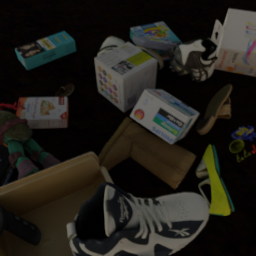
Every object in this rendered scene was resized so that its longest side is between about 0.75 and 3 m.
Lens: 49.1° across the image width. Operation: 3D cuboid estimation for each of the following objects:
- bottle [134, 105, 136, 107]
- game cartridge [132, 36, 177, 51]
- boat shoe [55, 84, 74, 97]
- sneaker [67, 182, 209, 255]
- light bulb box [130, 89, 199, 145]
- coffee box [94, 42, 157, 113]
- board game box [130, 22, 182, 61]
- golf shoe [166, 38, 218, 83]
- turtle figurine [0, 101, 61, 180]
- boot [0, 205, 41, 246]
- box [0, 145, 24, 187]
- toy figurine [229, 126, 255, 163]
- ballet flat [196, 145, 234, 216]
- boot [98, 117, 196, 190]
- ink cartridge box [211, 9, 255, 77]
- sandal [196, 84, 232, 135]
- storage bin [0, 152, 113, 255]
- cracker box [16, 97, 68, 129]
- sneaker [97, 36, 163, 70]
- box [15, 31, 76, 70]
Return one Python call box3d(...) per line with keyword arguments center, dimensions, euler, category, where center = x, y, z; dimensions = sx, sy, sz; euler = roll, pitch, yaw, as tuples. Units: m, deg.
box3d(center=(0.660, -0.748, 9.200), dimensions=(0.962, 0.402, 0.314), euler=(-22, 71, -24), category="bottle")
box3d(center=(1.014, -3.056, 10.183), dimensions=(1.488, 0.301, 0.992), euler=(-3, 32, -29), category="game cartridge")
box3d(center=(-2.195, -1.273, 9.697), dimensions=(0.343, 0.344, 0.930), euler=(18, 52, 15), category="boat shoe")
box3d(center=(0.194, 1.672, 5.215), dimensions=(2.869, 1.867, 1.145), euler=(-12, 53, 0), category="sneaker")
box3d(center=(1.040, -0.363, 7.728), dimensions=(1.399, 0.881, 1.411), euler=(35, 19, 16), category="light bulb box")
box3d(center=(-0.081, -1.705, 9.323), dimensions=(1.461, 1.459, 1.445), euler=(-34, 57, -25), category="coffee box")
box3d(center=(1.172, -3.555, 11.555), dimensions=(1.552, 0.482, 2.055), euler=(-17, 52, -14), category="board game box")
box3d(center=(2.507, -2.243, 9.282), dimensions=(2.828, 1.336, 1.099), euler=(-10, 81, -53), category="golf shoe")
box3d(center=(-3.132, 0.333, 7.341), dimensions=(2.779, 1.399, 2.080), euler=(39, 35, 19), category="turtle figurine")
box3d(center=(-2.368, 2.177, 5.864), dimensions=(0.418, 1.273, 1.049), euler=(-37, 33, -2), category="boot")
box3d(center=(-4.415, 1.125, 7.493), dimensions=(2.515, 0.625, 2.496), euler=(7, 51, 5), category="box")
box3d(center=(3.408, 0.332, 8.329), dimensions=(1.352, 0.713, 0.810), euler=(-34, 20, -7), category="toy figurine")
box3d(center=(2.144, 1.314, 7.308), dimensions=(0.682, 0.680, 2.034), euler=(-14, 49, 13), category="ballet flat")
box3d(center=(0.407, 0.951, 7.519), dimensions=(2.195, 0.726, 1.922), euler=(32, 81, 10), category="boot")
box3d(center=(4.244, -2.964, 10.005), dimensions=(2.543, 1.635, 1.592), euler=(13, 77, 12), category="ink cartridge box")
box3d(center=(2.904, -0.437, 8.919), dimensions=(0.677, 0.755, 2.058), euler=(43, 65, -12), category="sandal")
box3d(center=(-1.285, 2.370, 5.911), dimensions=(2.884, 1.361, 2.904), euler=(-22, 52, -16), category="storage bin")
box3d(center=(-2.671, -0.483, 8.798), dimensions=(1.513, 0.436, 1.014), euler=(-2, 48, -9), category="cracker box")
box3d(center=(0.019, -2.490, 10.494), dimensions=(2.609, 0.987, 1.144), euler=(23, 67, 25), category="sneaker")
box3d(center=(-3.249, -3.101, 11.134), dimensions=(2.160, 0.531, 0.889), euler=(-30, 56, -23), category="box")
